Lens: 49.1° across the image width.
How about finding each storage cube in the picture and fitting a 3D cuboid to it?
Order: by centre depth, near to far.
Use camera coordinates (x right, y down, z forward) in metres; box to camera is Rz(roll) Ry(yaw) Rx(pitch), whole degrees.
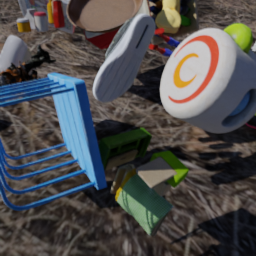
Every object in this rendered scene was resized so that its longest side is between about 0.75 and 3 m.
[{"bbox_3d":[-0.430,-4.211,9.647,2.225,2.603,2.340,-13,6,8],"label":"storage cube"}]

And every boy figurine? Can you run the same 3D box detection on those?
[{"bbox_3d":[1.343,-3.445,8.179,0.724,1.397,2.247,19,41,6],"label":"boy figurine"}]

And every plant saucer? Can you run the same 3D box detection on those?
[{"bbox_3d":[-0.582,-3.179,7.375,2.062,0.377,2.062,-5,62,9],"label":"plant saucer"}]

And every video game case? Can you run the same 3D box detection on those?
[{"bbox_3d":[-2.560,-3.743,8.863,1.768,1.943,0.230,17,81,-10],"label":"video game case"}]

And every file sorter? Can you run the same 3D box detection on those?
[{"bbox_3d":[-1.310,0.060,4.062,1.231,1.392,2.006,-17,19,-20],"label":"file sorter"}]

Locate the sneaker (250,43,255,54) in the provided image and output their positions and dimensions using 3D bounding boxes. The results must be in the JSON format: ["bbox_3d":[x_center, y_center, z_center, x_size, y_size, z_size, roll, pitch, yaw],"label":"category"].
[{"bbox_3d":[3.014,-1.770,6.315,0.939,0.425,0.312,-46,44,-8],"label":"sneaker"}]

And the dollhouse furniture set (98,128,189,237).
[{"bbox_3d":[0.045,1.031,4.420,0.857,1.708,1.119,-18,50,-38],"label":"dollhouse furniture set"}]

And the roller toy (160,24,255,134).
[{"bbox_3d":[1.457,-0.756,4.899,1.220,1.746,1.593,20,74,-31],"label":"roller toy"}]

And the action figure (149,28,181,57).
[{"bbox_3d":[1.471,-1.921,7.360,2.003,0.655,0.518,15,4,-38],"label":"action figure"}]

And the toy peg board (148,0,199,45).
[{"bbox_3d":[1.459,-4.441,10.479,1.976,1.984,0.970,-6,-2,41],"label":"toy peg board"}]

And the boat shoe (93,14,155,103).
[{"bbox_3d":[-0.138,-1.546,6.351,2.161,0.779,0.766,-57,31,-2],"label":"boat shoe"}]

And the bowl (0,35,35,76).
[{"bbox_3d":[-2.999,-1.650,7.689,0.515,1.380,1.378,9,68,1],"label":"bowl"}]

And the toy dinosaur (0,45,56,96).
[{"bbox_3d":[-2.489,-1.232,6.846,1.471,1.107,2.168,-21,26,12],"label":"toy dinosaur"}]

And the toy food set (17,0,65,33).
[{"bbox_3d":[-1.807,-2.516,6.068,0.700,0.659,1.465,10,30,18],"label":"toy food set"}]

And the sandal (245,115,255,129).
[{"bbox_3d":[4.356,-0.391,9.526,1.049,0.629,2.792,0,28,-8],"label":"sandal"}]
